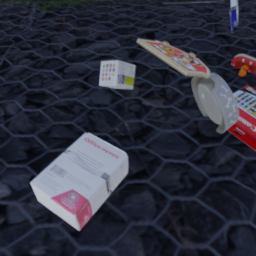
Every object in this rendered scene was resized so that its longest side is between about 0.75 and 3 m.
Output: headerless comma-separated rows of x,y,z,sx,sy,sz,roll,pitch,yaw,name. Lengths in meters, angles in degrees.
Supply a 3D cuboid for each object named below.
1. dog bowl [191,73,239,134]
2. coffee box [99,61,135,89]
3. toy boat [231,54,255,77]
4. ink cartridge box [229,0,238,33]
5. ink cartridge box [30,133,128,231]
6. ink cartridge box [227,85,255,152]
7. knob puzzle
2.780,-0.843,8.969,0.592,2.020,2.020,-26,49,-1,dog bowl
-0.417,-2.022,10.757,0.967,0.958,0.969,10,6,43,coffee box
5.947,-3.054,14.250,1.506,0.983,0.984,31,82,27,toy boat
4.022,-4.403,10.615,0.229,1.128,1.130,1,68,25,ink cartridge box
-1.487,1.658,9.290,1.953,1.103,2.666,26,51,24,ink cartridge box
5.107,-0.440,11.455,2.076,0.991,2.364,-29,53,-25,ink cartridge box
1.580,-2.114,8.184,2.348,0.326,2.348,20,29,-11,knob puzzle
